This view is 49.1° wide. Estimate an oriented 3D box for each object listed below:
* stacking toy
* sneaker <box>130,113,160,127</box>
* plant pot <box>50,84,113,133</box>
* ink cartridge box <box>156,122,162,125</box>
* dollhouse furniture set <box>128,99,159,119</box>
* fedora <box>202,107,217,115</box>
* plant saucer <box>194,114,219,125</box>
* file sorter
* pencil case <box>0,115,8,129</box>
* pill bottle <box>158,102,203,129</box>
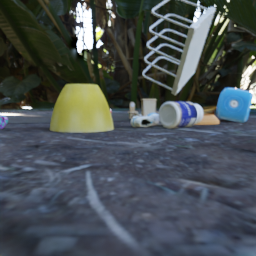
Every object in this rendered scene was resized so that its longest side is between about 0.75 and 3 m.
[{"bbox_3d":[5.988,-1.035,15.844,1.639,1.733,2.986,14,-3,23],"label":"stacking toy"},{"bbox_3d":[0.896,-0.259,11.881,1.531,0.574,0.663,-13,18,-33],"label":"sneaker"},{"bbox_3d":[-1.755,-0.772,10.605,2.382,1.690,2.382,0,6,0],"label":"plant pot"},{"bbox_3d":[1.191,-0.381,13.527,1.420,0.499,1.748,-1,9,-4],"label":"ink cartridge box"},{"bbox_3d":[1.065,-1.104,16.959,1.441,1.231,2.781,-2,5,-18],"label":"dollhouse furniture set"},{"bbox_3d":[4.323,-0.769,15.767,1.651,0.673,1.651,-10,7,1],"label":"fedora"},{"bbox_3d":[3.283,-0.446,13.980,2.426,0.454,2.426,-1,5,0],"label":"plant saucer"},{"bbox_3d":[1.651,-2.921,9.940,1.631,2.619,1.818,28,51,18],"label":"file sorter"},{"bbox_3d":[-5.105,-0.251,11.103,0.591,0.544,1.278,-36,16,-13],"label":"pencil case"},{"bbox_3d":[2.236,-0.553,11.637,1.846,1.068,1.068,-5,7,-41],"label":"pill bottle"}]
